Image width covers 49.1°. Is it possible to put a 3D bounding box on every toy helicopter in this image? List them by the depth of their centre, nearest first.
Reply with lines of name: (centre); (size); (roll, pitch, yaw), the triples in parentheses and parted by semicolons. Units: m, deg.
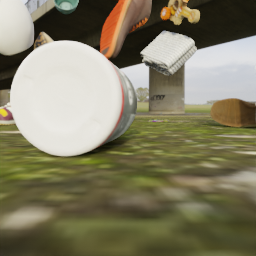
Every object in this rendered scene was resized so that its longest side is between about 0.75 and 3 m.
toy helicopter: (1.425, -3.036, 7.111); (0.523, 0.877, 1.326); (1, 34, -28)

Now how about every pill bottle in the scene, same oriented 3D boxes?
pill bottle: (-0.429, -0.294, 3.216); (1.003, 1.003, 1.762); (0, 4, 8)

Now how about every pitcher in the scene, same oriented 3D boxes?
pitcher: (-3.714, -3.157, 7.608); (1.482, 2.445, 2.097); (-4, 41, 17)

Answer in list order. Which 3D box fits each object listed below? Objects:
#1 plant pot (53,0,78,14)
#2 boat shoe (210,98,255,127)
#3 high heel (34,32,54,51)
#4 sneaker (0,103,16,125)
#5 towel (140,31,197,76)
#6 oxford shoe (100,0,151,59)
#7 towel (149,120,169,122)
plant pot: (-2.283, -4.554, 10.251); (0.869, 0.869, 0.582); (-1, -10, -12)
boat shoe: (3.484, -0.363, 7.884); (2.276, 0.821, 0.819); (3, -8, 44)
high heel: (-1.997, -2.378, 8.949); (2.435, 1.736, 0.869); (-3, 2, 24)
sneaker: (-3.912, -0.634, 9.527); (0.867, 1.043, 2.315); (2, 4, 39)
towel: (1.128, -2.118, 8.018); (1.345, 1.114, 0.576); (37, -11, 48)
oxford shoe: (0.087, -2.844, 7.169); (0.972, 2.680, 0.954); (27, -13, -29)
towel: (1.483, -0.355, 13.464); (0.819, 0.093, 0.588); (3, 5, 40)
